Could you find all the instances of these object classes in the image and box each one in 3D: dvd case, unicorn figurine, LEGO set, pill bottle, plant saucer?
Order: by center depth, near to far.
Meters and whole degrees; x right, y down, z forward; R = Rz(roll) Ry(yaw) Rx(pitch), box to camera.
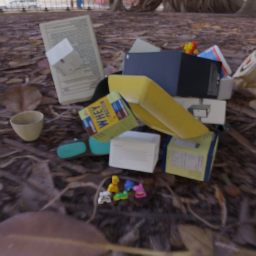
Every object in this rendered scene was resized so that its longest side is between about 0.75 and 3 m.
[{"bbox_3d":[-0.198,1.576,7.469,1.269,0.521,0.484,-7,29,-12],"label":"LEGO set"},{"bbox_3d":[0.672,-0.530,8.199,2.553,0.619,2.553,35,-6,-27],"label":"plant saucer"},{"bbox_3d":[0.166,-0.390,9.531,1.253,1.685,0.135,-6,9,-22],"label":"dvd case"},{"bbox_3d":[-0.002,-2.541,11.053,0.844,1.229,0.454,-47,19,-1],"label":"unicorn figurine"},{"bbox_3d":[3.056,-2.348,12.309,2.519,1.413,1.413,-30,19,23],"label":"pill bottle"}]

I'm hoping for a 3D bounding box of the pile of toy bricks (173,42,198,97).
[{"bbox_3d":[1.605,-2.204,10.344,1.139,2.307,1.280,23,23,-1],"label":"pile of toy bricks"}]

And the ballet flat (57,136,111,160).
[{"bbox_3d":[-1.257,0.587,9.070,2.056,0.751,0.751,-10,29,0],"label":"ballet flat"}]

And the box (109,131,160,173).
[{"bbox_3d":[0.221,0.625,7.997,1.242,0.812,1.235,7,11,11],"label":"box"}]

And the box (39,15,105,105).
[{"bbox_3d":[-1.993,-2.436,10.515,1.826,2.855,1.556,-14,4,-10],"label":"box"}]

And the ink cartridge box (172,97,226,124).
[{"bbox_3d":[2.126,-0.600,9.233,1.801,0.757,1.310,4,7,2],"label":"ink cartridge box"}]

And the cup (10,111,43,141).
[{"bbox_3d":[-3.567,-0.007,10.075,1.111,0.795,1.111,-1,30,1],"label":"cup"}]

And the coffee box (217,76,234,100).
[{"bbox_3d":[4.325,-2.203,13.883,0.724,1.026,1.815,-8,29,-14],"label":"coffee box"}]

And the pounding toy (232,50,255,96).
[{"bbox_3d":[6.163,-2.517,13.115,1.698,1.693,2.961,39,7,-1],"label":"pounding toy"}]

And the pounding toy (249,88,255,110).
[{"bbox_3d":[6.380,-1.305,11.641,1.572,1.577,2.750,-9,30,-7],"label":"pounding toy"}]

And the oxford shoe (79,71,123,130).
[{"bbox_3d":[-0.769,-0.953,9.799,0.940,1.091,2.586,36,74,10],"label":"oxford shoe"}]

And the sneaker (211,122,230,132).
[{"bbox_3d":[3.136,-0.223,9.958,0.406,0.386,1.024,-24,54,-37],"label":"sneaker"}]

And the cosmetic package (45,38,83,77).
[{"bbox_3d":[-2.066,-2.277,9.128,0.849,0.700,0.700,-36,58,4],"label":"cosmetic package"}]

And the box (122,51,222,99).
[{"bbox_3d":[1.233,-1.509,8.154,1.955,1.118,2.147,-1,11,-41],"label":"box"}]

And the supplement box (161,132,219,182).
[{"bbox_3d":[1.904,0.733,8.559,1.409,0.947,1.411,11,31,20],"label":"supplement box"}]

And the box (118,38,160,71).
[{"bbox_3d":[0.401,-2.534,12.233,1.144,1.342,2.099,28,76,8],"label":"box"}]

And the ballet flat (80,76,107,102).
[{"bbox_3d":[-1.244,-2.025,13.625,2.916,1.013,1.013,-24,37,-37],"label":"ballet flat"}]

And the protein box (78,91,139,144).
[{"bbox_3d":[-0.446,-0.228,6.876,1.050,1.042,0.708,-29,73,8],"label":"protein box"}]
